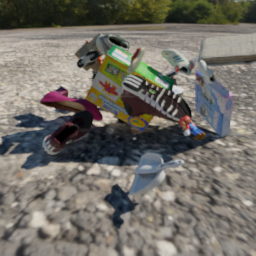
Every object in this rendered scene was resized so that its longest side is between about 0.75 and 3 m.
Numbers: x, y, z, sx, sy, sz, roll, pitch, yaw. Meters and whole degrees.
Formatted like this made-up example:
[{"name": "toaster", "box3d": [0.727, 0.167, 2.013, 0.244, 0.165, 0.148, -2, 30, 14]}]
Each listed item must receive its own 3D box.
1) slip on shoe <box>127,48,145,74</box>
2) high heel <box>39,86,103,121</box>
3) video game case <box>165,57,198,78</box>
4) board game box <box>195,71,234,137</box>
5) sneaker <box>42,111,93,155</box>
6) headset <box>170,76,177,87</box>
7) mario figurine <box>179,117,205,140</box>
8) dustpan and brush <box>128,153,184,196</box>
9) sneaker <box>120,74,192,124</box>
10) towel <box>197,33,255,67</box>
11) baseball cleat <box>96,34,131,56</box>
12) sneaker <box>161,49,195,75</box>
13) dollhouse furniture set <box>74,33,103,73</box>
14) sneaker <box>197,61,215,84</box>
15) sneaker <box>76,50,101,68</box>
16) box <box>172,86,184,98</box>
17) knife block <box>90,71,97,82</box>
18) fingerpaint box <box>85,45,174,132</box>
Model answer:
[{"name": "slip on shoe", "box3d": [0.212, -2.159, 8.985, 0.290, 0.948, 0.351, 25, -6, 28]}, {"name": "high heel", "box3d": [-2.253, -0.723, 11.153, 2.513, 0.847, 1.208, 28, 50, 21]}, {"name": "video game case", "box3d": [2.082, -2.466, 12.118, 2.152, 0.204, 1.538, -34, 9, -38]}, {"name": "board game box", "box3d": [3.070, -0.906, 10.224, 0.399, 1.840, 1.831, -22, 44, -9]}, {"name": "sneaker", "box3d": [-1.684, 0.011, 9.033, 2.166, 0.820, 1.251, -47, 10, -37]}, {"name": "headset", "box3d": [1.880, -2.314, 14.659, 1.565, 1.191, 2.535, -4, 13, -8]}, {"name": "mario figurine", "box3d": [1.541, 0.050, 6.990, 0.410, 0.477, 0.773, -43, 51, 4]}, {"name": "dustpan and brush", "box3d": [0.674, 1.005, 6.701, 1.661, 0.475, 1.159, -12, 44, 37]}, {"name": "sneaker", "box3d": [0.809, -0.659, 9.248, 2.464, 1.423, 0.932, 33, 54, 7]}, {"name": "towel", "box3d": [3.605, -2.626, 9.368, 2.397, 0.413, 1.589, 1, 41, 20]}, {"name": "baseball cleat", "box3d": [-0.148, -2.660, 10.593, 2.334, 0.814, 1.242, 29, -14, -39]}, {"name": "sneaker", "box3d": [1.662, -2.240, 9.602, 1.251, 0.440, 0.585, 30, 56, -2]}, {"name": "dollhouse furniture set", "box3d": [-0.965, -2.746, 12.703, 1.440, 2.765, 2.795, -35, 53, 11]}, {"name": "sneaker", "box3d": [2.562, -1.795, 8.992, 0.338, 0.869, 0.432, -43, 24, -9]}, {"name": "sneaker", "box3d": [-1.247, -2.344, 9.457, 1.070, 0.356, 0.484, -21, 3, 38]}, {"name": "box", "box3d": [1.293, -1.267, 10.907, 1.495, 0.841, 0.758, 26, 41, 23]}, {"name": "knife block", "box3d": [-0.994, -1.989, 11.677, 1.103, 0.353, 0.968, 28, 37, -9]}, {"name": "fingerpaint box", "box3d": [0.033, -1.366, 10.138, 2.530, 2.111, 0.928, 30, 39, -4]}]
